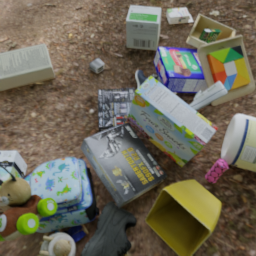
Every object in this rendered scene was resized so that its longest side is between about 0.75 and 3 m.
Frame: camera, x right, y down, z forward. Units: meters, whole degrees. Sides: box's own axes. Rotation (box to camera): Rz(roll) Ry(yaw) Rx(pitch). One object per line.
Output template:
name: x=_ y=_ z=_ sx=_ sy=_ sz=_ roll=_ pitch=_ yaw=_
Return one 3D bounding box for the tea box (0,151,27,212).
tea box: x=-4.844 y=1.872 z=9.810 sx=1.907 sy=1.274 sz=1.877 roll=0 pitch=57 yaw=0

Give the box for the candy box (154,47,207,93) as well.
candy box: x=2.664 y=-2.644 z=12.820 sx=2.526 sy=0.973 sz=2.136 roll=0 pitch=52 yaw=-15

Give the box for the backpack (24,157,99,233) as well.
backpack: x=-2.393 y=2.156 z=9.307 sx=2.366 sy=1.739 sz=2.165 roll=-17 pitch=47 yaw=-3

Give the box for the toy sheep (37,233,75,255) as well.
toy sheep: x=-2.096 y=3.631 z=8.247 sx=1.101 sy=1.597 sz=1.101 roll=11 pitch=59 yaw=-19

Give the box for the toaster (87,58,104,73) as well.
toaster: x=-1.526 y=-3.004 z=13.655 sx=0.515 sy=0.453 sz=0.797 roll=38 pitch=60 yaw=21

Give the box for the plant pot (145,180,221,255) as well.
plant pot: x=1.912 y=2.733 z=8.976 sx=1.786 sy=1.786 sz=1.575 roll=40 pitch=41 yaw=24

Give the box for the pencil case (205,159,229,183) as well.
pencil case: x=3.191 y=1.588 z=10.082 sx=0.457 sy=0.977 sz=0.443 roll=40 pitch=43 yaw=19

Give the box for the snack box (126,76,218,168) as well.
snack box: x=1.411 y=-0.128 z=10.145 sx=2.884 sy=2.432 sz=0.976 roll=39 pitch=67 yaw=9

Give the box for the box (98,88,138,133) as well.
box: x=-0.470 y=-0.775 z=12.076 sx=1.655 sy=0.522 sz=2.098 roll=-4 pitch=56 yaw=-3

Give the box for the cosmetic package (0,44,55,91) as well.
cosmetic package: x=-4.966 y=-2.799 z=13.018 sx=2.744 sy=1.003 sz=1.420 roll=-16 pitch=72 yaw=-10

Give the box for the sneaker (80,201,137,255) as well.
sneaker: x=-0.652 y=3.771 z=8.668 sx=1.335 sy=1.117 sz=2.942 roll=22 pitch=59 yaw=10

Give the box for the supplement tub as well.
supplement tub: x=4.977 y=0.729 z=10.199 sx=2.672 sy=1.937 sz=1.937 roll=17 pitch=57 yaw=11

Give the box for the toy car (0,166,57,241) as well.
toy car: x=-3.022 y=1.850 z=7.306 sx=1.756 sy=1.443 sz=1.386 roll=61 pitch=33 yaw=-7

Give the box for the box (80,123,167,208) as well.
box: x=-0.159 y=1.220 z=10.044 sx=2.063 sy=0.629 sz=2.604 roll=-21 pitch=65 yaw=-36

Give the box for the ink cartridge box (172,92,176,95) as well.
ink cartridge box: x=1.406 y=-1.503 z=12.695 sx=1.050 sy=0.346 sz=1.443 roll=34 pitch=59 yaw=20

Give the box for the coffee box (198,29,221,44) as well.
coffee box: x=3.915 y=-4.389 z=13.473 sx=1.121 sy=0.689 sz=0.246 roll=-12 pitch=55 yaw=-32

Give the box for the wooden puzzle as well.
wooden puzzle: x=4.343 y=-2.499 z=12.101 sx=2.417 sy=0.486 sz=2.612 roll=-19 pitch=99 yaw=-18

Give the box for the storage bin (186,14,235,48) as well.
storage bin: x=3.939 y=-4.346 z=13.377 sx=1.948 sy=0.913 sz=1.934 roll=26 pitch=42 yaw=3

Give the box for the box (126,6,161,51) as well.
box: x=0.798 y=-5.105 z=14.357 sx=1.648 sy=1.656 sz=1.419 roll=7 pitch=54 yaw=6

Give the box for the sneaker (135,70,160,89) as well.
sneaker: x=0.904 y=-2.233 z=12.700 sx=0.590 sy=1.120 sz=1.551 roll=22 pitch=47 yaw=-38

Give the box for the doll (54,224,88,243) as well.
doll: x=-2.066 y=3.615 z=9.184 sx=1.434 sy=0.347 sz=0.978 roll=-27 pitch=49 yaw=-20

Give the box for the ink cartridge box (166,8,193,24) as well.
ink cartridge box: x=2.972 y=-6.393 z=15.953 sx=1.421 sy=0.478 sz=0.832 roll=-7 pitch=56 yaw=-5

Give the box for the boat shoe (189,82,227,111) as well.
boat shoe: x=3.147 y=-1.259 z=11.703 sx=0.716 sy=1.948 sz=0.650 roll=-12 pitch=75 yaw=-58
